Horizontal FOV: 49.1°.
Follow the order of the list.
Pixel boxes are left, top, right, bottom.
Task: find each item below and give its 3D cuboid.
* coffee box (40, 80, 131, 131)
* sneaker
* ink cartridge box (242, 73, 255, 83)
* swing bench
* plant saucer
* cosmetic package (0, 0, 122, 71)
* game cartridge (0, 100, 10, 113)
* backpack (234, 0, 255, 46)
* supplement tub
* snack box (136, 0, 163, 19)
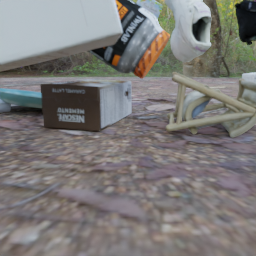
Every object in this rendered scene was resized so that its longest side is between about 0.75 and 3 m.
[{"bbox_3d":[-1.027,-0.771,8.043,1.602,1.117,2.802,4,13,17],"label":"coffee box"},{"bbox_3d":[1.662,-3.158,7.306,0.998,2.667,1.328,-12,4,-22],"label":"sneaker"},{"bbox_3d":[4.973,-1.159,9.365,0.760,1.323,2.259,-8,14,-32],"label":"ink cartridge box"},{"bbox_3d":[2.081,-0.628,7.065,2.095,1.359,2.084,7,13,8],"label":"swing bench"},{"bbox_3d":[-3.230,-1.024,10.099,2.954,0.405,2.954,8,8,-1],"label":"plant saucer"},{"bbox_3d":[-1.562,-1.976,3.942,2.492,2.086,2.073,-14,14,-1],"label":"cosmetic package"},{"bbox_3d":[-5.129,-0.780,9.911,2.082,0.421,1.388,11,20,41],"label":"game cartridge"},{"bbox_3d":[2.653,-2.136,5.315,0.655,0.863,1.034,-30,18,-36],"label":"backpack"},{"bbox_3d":[-0.388,-2.437,6.870,2.598,1.592,1.592,33,15,1],"label":"supplement tub"},{"bbox_3d":[0.649,-3.955,9.363,0.821,0.692,0.278,15,27,-28],"label":"snack box"}]
